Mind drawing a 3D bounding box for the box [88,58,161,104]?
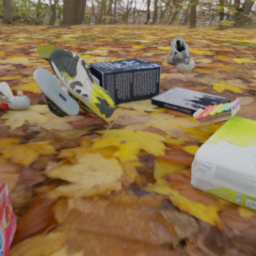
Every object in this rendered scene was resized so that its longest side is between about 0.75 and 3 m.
[{"bbox_3d":[-0.191,-2.143,12.587,2.712,1.452,2.013,-11,27,-22],"label":"box"}]

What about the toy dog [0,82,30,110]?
[{"bbox_3d":[-5.375,-1.327,11.032,2.680,1.291,1.767,-11,27,-21],"label":"toy dog"}]

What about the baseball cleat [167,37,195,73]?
[{"bbox_3d":[1.867,-2.742,10.203,0.789,1.204,2.262,-22,24,0],"label":"baseball cleat"}]

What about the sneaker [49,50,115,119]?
[{"bbox_3d":[-1.536,-1.150,8.418,1.127,2.664,0.992,-2,50,40],"label":"sneaker"}]

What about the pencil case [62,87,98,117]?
[{"bbox_3d":[-1.824,-1.090,11.046,2.169,0.898,0.938,23,76,40],"label":"pencil case"}]

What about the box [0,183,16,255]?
[{"bbox_3d":[-2.579,1.940,4.293,1.054,1.101,2.208,-2,25,-5],"label":"box"}]

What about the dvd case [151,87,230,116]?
[{"bbox_3d":[2.590,-1.092,11.677,2.648,0.327,1.990,19,31,35],"label":"dvd case"}]

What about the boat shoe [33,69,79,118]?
[{"bbox_3d":[-2.092,-0.856,7.624,0.714,1.572,0.556,-13,37,40],"label":"boat shoe"}]

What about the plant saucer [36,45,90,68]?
[{"bbox_3d":[-2.083,-2.098,8.748,1.356,0.325,1.358,24,-4,-42],"label":"plant saucer"}]

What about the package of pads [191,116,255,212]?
[{"bbox_3d":[3.114,0.749,6.926,2.308,1.019,2.988,17,30,31],"label":"package of pads"}]

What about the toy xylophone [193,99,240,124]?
[{"bbox_3d":[2.724,-0.510,8.443,1.444,0.363,1.057,-18,15,42],"label":"toy xylophone"}]
